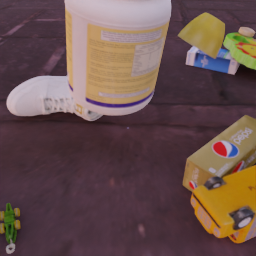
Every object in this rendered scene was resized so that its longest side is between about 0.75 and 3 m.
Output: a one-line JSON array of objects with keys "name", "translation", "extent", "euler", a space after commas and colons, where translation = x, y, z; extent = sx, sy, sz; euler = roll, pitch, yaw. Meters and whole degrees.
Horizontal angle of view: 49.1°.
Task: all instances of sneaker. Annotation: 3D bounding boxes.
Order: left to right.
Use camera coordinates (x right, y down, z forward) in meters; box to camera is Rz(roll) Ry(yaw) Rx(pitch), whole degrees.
[{"name": "sneaker", "translation": [-1.660, -0.740, 7.423], "extent": [2.716, 1.000, 1.569], "euler": [-20, 38, -27]}]

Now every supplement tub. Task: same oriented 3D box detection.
[{"name": "supplement tub", "translation": [-0.223, -1.652, 5.095], "extent": [1.785, 2.455, 1.785], "euler": [5, 42, -5]}]

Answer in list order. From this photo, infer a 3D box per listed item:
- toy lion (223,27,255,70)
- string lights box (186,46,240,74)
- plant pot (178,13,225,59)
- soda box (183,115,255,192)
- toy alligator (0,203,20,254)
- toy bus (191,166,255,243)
[{"name": "toy lion", "translation": [4.363, -2.695, 9.854], "extent": [2.286, 0.819, 2.384], "euler": [-19, 49, -36]}, {"name": "string lights box", "translation": [3.135, -2.542, 10.250], "extent": [1.776, 0.524, 0.913], "euler": [18, 40, 23]}, {"name": "plant pot", "translation": [1.674, -2.038, 6.035], "extent": [0.970, 0.688, 0.970], "euler": [28, 22, -13]}, {"name": "soda box", "translation": [2.137, 0.570, 5.840], "extent": [2.235, 0.757, 0.716], "euler": [-29, 45, -34]}, {"name": "toy alligator", "translation": [-2.001, 1.718, 4.759], "extent": [0.314, 0.228, 0.948], "euler": [-10, 43, -13]}, {"name": "toy bus", "translation": [2.300, 1.187, 4.812], "extent": [2.499, 0.978, 0.813], "euler": [-15, 40, -19]}]
